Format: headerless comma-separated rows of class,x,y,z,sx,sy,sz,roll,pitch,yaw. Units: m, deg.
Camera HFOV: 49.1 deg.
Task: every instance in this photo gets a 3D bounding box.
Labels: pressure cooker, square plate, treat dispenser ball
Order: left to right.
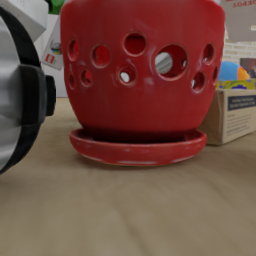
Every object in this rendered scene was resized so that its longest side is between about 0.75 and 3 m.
pressure cooker,-2.019,-0.347,2.615,2.119,2.087,2.373,-45,-14,25
square plate,0.276,-2.286,7.656,0.270,1.899,1.881,52,5,40
treat dispenser ball,4.871,-2.113,14.192,2.437,2.437,2.437,0,8,0

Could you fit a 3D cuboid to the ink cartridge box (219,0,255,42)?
ink cartridge box,2.472,-3.065,4.980,1.633,2.837,0.962,16,51,46

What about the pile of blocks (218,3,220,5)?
pile of blocks,3.270,-4.594,10.631,0.338,0.256,0.824,15,17,-42

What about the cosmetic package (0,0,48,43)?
cosmetic package,-2.988,-2.754,6.669,1.343,1.344,1.629,-34,-44,25

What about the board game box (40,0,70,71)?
board game box,-1.245,-2.914,6.749,0.516,2.984,1.884,23,12,-18

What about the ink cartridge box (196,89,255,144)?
ink cartridge box,1.312,-0.400,6.687,2.834,1.064,2.335,5,10,37

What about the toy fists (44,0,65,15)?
toy fists,-2.144,-4.376,10.217,1.088,0.734,2.135,-17,39,-43

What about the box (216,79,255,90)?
box,3.966,-0.762,8.338,2.126,1.347,2.207,-4,8,-23

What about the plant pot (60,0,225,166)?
plant pot,0.205,-0.656,4.329,2.407,2.192,2.407,-1,7,0

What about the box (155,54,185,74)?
box,1.179,-3.109,8.928,2.066,2.651,0.546,-28,25,23
